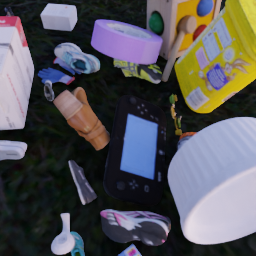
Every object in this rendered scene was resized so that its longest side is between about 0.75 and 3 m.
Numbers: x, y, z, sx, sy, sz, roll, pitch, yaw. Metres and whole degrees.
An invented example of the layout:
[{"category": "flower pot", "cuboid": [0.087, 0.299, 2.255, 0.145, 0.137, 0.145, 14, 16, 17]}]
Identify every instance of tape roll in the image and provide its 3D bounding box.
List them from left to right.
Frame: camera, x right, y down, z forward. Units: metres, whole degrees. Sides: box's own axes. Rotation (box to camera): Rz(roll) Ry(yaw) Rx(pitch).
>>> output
[{"category": "tape roll", "cuboid": [-0.045, -2.932, 9.447, 2.300, 0.754, 2.300, 14, 28, -8]}]

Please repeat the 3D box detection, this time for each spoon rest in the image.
[{"category": "spoon rest", "cuboid": [-1.319, 2.207, 5.786, 0.456, 0.278, 0.917, -6, 32, -2]}]

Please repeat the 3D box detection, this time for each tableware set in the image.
[{"category": "tableware set", "cuboid": [1.383, -0.377, 8.000, 0.181, 1.182, 0.796, -7, 5, 17]}]

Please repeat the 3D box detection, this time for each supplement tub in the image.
[{"category": "supplement tub", "cuboid": [1.676, 0.765, 7.454, 0.749, 0.749, 1.222, 5, 51, 4]}]

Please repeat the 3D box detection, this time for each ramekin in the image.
[{"category": "ramekin", "cuboid": [2.228, 1.114, 5.934, 2.840, 2.840, 1.384, -13, 45, -10]}]

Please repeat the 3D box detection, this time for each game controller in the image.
[{"category": "game controller", "cuboid": [0.264, 0.508, 7.348, 1.547, 0.624, 2.965, 15, 59, -12]}]

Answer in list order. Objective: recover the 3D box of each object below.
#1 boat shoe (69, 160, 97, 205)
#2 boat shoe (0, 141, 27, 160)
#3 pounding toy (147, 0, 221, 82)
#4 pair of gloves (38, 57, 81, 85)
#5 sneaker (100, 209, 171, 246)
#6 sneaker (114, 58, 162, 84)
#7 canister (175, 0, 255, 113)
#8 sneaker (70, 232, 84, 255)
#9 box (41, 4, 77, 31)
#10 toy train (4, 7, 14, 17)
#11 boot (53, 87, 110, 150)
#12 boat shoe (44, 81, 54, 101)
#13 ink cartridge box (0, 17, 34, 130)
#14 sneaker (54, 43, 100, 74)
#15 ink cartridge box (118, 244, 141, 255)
[{"category": "boat shoe", "cuboid": [-1.176, 1.341, 7.167, 0.378, 0.444, 1.327, -19, 51, -14]}, {"category": "boat shoe", "cuboid": [-3.458, 0.600, 7.762, 1.387, 0.510, 0.463, 6, 36, 9]}, {"category": "pounding toy", "cuboid": [1.855, -3.562, 9.969, 2.798, 2.576, 1.989, -24, 47, -21]}, {"category": "pair of gloves", "cuboid": [-2.346, -2.027, 9.997, 1.342, 0.190, 1.669, 20, 50, 17]}, {"category": "sneaker", "cuboid": [0.182, 2.143, 6.208, 1.674, 0.672, 0.723, 5, 7, 30]}, {"category": "sneaker", "cuboid": [0.320, -2.057, 9.696, 0.788, 0.798, 2.089, -10, 44, -46]}, {"category": "canister", "cuboid": [2.712, -1.985, 7.979, 1.269, 2.933, 2.178, 0, 65, -27]}, {"category": "sneaker", "cuboid": [-1.131, 2.678, 6.196, 0.331, 0.340, 0.853, -19, 53, -14]}, {"category": "box", "cuboid": [-2.890, -4.677, 11.833, 1.216, 0.647, 0.926, 9, 52, 7]}, {"category": "toy train", "cuboid": [-5.136, -4.815, 12.189, 0.367, 0.273, 1.602, -23, 54, -13]}, {"category": "boot", "cuboid": [-1.186, -0.228, 7.918, 0.830, 2.252, 1.742, -40, 96, 9]}, {"category": "boat shoe", "cuboid": [-2.563, -1.136, 8.934, 0.279, 0.773, 0.274, 9, 46, 6]}, {"category": "ink cartridge box", "cuboid": [-3.804, -1.660, 8.442, 1.196, 2.119, 2.887, -4, 49, -5]}, {"category": "sneaker", "cuboid": [-1.886, -2.419, 9.737, 1.782, 0.692, 0.769, 25, 36, 14]}, {"category": "ink cartridge box", "cuboid": [-0.175, 3.191, 5.636, 1.362, 0.520, 0.929, -30, 57, -24]}]
